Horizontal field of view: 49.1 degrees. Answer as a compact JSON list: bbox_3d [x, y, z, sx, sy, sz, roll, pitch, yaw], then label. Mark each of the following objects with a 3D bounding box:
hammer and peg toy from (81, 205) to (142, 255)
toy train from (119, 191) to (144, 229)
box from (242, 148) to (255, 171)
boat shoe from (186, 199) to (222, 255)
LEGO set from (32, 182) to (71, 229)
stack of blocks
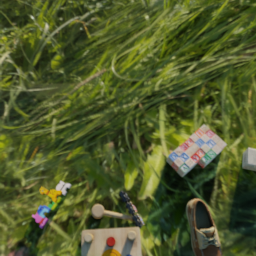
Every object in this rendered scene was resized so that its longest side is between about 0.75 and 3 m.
[{"bbox_3d":[-0.492,3.797,8.956,2.002,0.960,2.722,-2,65,-1],"label":"hammer and peg toy"},{"bbox_3d":[0.117,2.822,9.681,0.251,0.338,1.474,-42,56,13],"label":"toy train"},{"bbox_3d":[5.070,1.274,10.373,1.450,0.564,0.689,13,65,6],"label":"box"},{"bbox_3d":[2.488,3.491,9.146,0.903,0.881,2.387,-13,65,-6],"label":"boat shoe"},{"bbox_3d":[-2.819,2.495,9.751,0.714,0.663,1.739,28,67,12],"label":"LEGO set"},{"bbox_3d":[2.553,0.946,10.518,1.979,0.580,1.140,-38,70,-16],"label":"stack of blocks"}]
